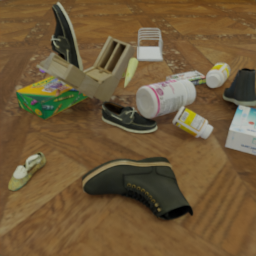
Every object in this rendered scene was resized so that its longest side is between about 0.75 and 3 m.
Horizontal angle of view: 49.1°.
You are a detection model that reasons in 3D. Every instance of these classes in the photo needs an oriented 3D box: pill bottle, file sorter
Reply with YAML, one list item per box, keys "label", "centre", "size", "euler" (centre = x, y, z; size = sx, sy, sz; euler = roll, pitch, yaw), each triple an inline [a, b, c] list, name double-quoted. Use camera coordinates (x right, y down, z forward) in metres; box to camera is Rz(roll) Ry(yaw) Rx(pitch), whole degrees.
- label: "pill bottle"
  centre: [1.396, -1.107, 10.161]
  size: [2.014, 1.142, 1.142]
  euler: [-17, 38, -30]
- label: "pill bottle"
  centre: [2.171, -0.137, 9.390]
  size: [1.236, 0.675, 0.675]
  euler: [32, 41, 6]
- label: "file sorter"
  centre: [1.229, -4.779, 16.045]
  size: [1.415, 1.269, 2.039]
  euler: [1, 35, 2]
- label: "pill bottle"
  centre: [4.127, -2.397, 12.931]
  size: [0.833, 0.833, 1.525]
  euler: [19, 38, 26]

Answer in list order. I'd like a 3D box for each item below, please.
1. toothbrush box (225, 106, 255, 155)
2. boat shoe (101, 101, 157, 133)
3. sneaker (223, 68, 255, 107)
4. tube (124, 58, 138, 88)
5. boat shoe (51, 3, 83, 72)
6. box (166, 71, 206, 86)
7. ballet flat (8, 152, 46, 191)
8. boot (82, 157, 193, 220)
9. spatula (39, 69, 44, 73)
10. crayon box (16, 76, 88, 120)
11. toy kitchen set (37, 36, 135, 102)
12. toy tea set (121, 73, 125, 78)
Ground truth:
- label: "toothbrush box"
  centre: [4.131, 0.070, 9.395]
  size: [1.288, 0.750, 1.759]
  euler: [17, 39, 23]
- label: "boat shoe"
  centre: [0.008, -0.385, 10.093]
  size: [2.197, 0.743, 0.789]
  euler: [19, 37, 21]
- label: "sneaker"
  centre: [4.438, -1.682, 11.003]
  size: [0.937, 1.331, 2.507]
  euler: [-1, 14, 1]
- label: "tube"
  centre: [0.073, -1.647, 8.204]
  size: [0.274, 0.306, 1.056]
  euler: [-5, 46, 21]
- label: "boat shoe"
  centre: [-2.565, -3.357, 11.089]
  size: [0.987, 2.920, 1.049]
  euler: [-21, 41, -18]
- label: "box"
  centre: [2.744, -2.264, 13.211]
  size: [1.690, 0.293, 0.930]
  euler: [-14, 37, -20]
- label: "ballet flat"
  centre: [-2.910, 1.180, 8.024]
  size: [0.500, 0.500, 1.416]
  euler: [16, 38, 22]
- label: "boot"
  centre: [0.221, 1.642, 7.001]
  size: [2.520, 0.976, 1.743]
  euler: [-11, 41, -14]
- label: "spatula"
  centre: [-4.068, -2.825, 14.197]
  size: [1.142, 0.117, 0.323]
  euler: [26, 44, 32]
- label: "crayon box"
  centre: [-2.958, -1.425, 11.533]
  size: [1.578, 0.774, 2.658]
  euler: [23, 40, 29]
- label: "toy kitchen set"
  centre: [-1.697, -2.682, 10.328]
  size: [2.233, 2.470, 2.737]
  euler: [30, 2, 27]
- label: "toy tea set"
  centre: [-0.799, -2.880, 13.731]
  size: [1.162, 0.723, 1.954]
  euler: [-21, 39, -27]
